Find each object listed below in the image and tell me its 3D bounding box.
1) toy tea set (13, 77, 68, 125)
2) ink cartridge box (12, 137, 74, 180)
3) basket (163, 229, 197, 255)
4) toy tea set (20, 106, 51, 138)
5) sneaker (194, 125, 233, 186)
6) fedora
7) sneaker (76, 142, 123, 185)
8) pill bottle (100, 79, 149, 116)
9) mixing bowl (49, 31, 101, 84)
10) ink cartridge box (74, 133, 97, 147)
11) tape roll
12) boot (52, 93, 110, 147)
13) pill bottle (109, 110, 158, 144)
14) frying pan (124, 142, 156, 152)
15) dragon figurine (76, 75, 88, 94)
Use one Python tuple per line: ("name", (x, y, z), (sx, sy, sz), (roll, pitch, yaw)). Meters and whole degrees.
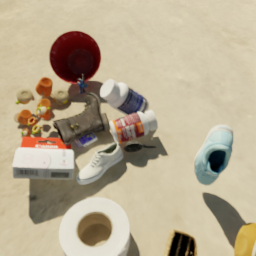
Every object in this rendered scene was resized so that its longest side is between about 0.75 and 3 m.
("toy tea set", (-4.085, -1.157, 12.579), (1.611, 1.003, 2.710), (48, 54, 3))
("ink cartridge box", (-2.925, 0.848, 9.914), (1.914, 0.672, 2.355), (4, 36, -15))
("basket", (1.395, 3.414, 7.455), (0.869, 0.907, 1.218), (17, 70, 10))
("toy tea set", (-3.790, -0.275, 11.298), (0.946, 0.589, 1.591), (12, 66, 32))
("sneaker", (2.484, 1.120, 8.490), (0.941, 2.547, 1.044), (13, 45, 14))
("fedora", (3.463, 3.226, 7.547), (0.853, 2.093, 2.093), (10, 41, 43))
("sneaker", (-1.061, 1.198, 10.061), (0.755, 0.732, 2.068), (18, 42, 40))
("pill bottle", (-0.152, -1.170, 11.469), (1.966, 1.092, 1.092), (29, 30, -37))
("mixing bowl", (-2.398, -3.269, 13.453), (2.428, 2.428, 1.315), (3, 4, 3))
("ink cartridge box", (-1.808, 0.393, 11.324), (0.830, 0.180, 0.822), (-28, 51, -22))
("tape roll", (-0.951, 3.123, 8.235), (2.054, 0.719, 2.054), (0, 45, 0))
("boot", (-2.058, -0.437, 11.502), (2.114, 0.841, 2.429), (-15, 49, -19))
("pill bottle", (0.216, -0.060, 10.942), (1.744, 0.955, 0.955), (-18, 47, -5))
("frying pan", (0.412, 0.660, 10.572), (1.203, 0.728, 0.196), (-15, 58, 10))
("dragon figurine", (-2.000, -1.926, 12.469), (0.325, 1.104, 0.549), (-27, 79, -35))
